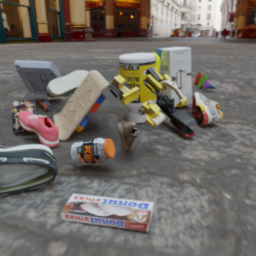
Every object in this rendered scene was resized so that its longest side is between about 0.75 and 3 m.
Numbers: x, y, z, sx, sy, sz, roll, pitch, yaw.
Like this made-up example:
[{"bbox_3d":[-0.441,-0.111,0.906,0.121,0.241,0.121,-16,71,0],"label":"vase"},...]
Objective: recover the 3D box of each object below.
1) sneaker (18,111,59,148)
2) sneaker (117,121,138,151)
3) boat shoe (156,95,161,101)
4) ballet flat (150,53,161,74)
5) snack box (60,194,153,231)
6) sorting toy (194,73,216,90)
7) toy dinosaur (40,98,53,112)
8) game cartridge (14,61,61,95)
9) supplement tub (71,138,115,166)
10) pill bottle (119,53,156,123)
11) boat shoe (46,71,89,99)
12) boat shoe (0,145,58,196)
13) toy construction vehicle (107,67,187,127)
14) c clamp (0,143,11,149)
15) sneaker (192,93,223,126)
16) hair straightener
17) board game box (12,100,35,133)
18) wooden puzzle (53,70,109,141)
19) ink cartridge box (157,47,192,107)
[{"bbox_3d":[-2.632,-0.149,8.419,1.677,0.727,0.618,35,32,21],"label":"sneaker"},{"bbox_3d":[0.053,0.239,7.604,0.512,0.477,1.355,-15,-23,1],"label":"sneaker"},{"bbox_3d":[1.233,-1.682,13.232,0.544,0.682,1.804,0,33,2],"label":"boat shoe"},{"bbox_3d":[0.919,-1.859,11.668,0.817,2.444,0.819,12,2,31],"label":"ballet flat"},{"bbox_3d":[-0.389,1.577,5.301,1.671,0.203,0.601,2,23,14],"label":"snack box"},{"bbox_3d":[4.279,-2.430,15.323,0.775,0.780,2.249,22,18,-9],"label":"sorting toy"},{"bbox_3d":[-3.422,-0.994,11.510,0.731,0.423,0.806,20,14,17],"label":"toy dinosaur"},{"bbox_3d":[-3.686,-2.099,11.989,1.608,0.488,2.412,5,-19,-3],"label":"game cartridge"},{"bbox_3d":[-0.854,0.579,6.852,0.969,0.594,0.594,-12,17,19],"label":"supplement tub"},{"bbox_3d":[0.369,-1.431,10.093,1.302,2.339,1.302,-3,22,1],"label":"pill bottle"},{"bbox_3d":[-2.164,-1.642,10.814,2.195,0.799,0.678,-24,-5,-40],"label":"boat shoe"},{"bbox_3d":[-2.862,0.965,5.816,2.725,1.030,0.822,-14,30,-21],"label":"boat shoe"},{"bbox_3d":[0.568,-1.002,7.779,1.566,0.634,1.799,-32,70,-32],"label":"toy construction vehicle"},{"bbox_3d":[-3.827,0.261,6.727,2.249,0.357,2.633,15,-10,-30],"label":"c clamp"},{"bbox_3d":[2.914,-0.695,10.507,0.878,0.832,2.137,0,30,-1],"label":"sneaker"},{"bbox_3d":[1.547,-0.691,9.457,0.493,0.927,2.409,-11,36,-13],"label":"hair straightener"},{"bbox_3d":[-3.441,-0.398,9.266,0.722,1.066,0.184,-6,-20,-13],"label":"board game box"},{"bbox_3d":[-1.542,-0.765,9.436,0.537,2.321,2.149,38,7,-30],"label":"wooden puzzle"},{"bbox_3d":[1.958,-2.214,11.994,0.974,2.312,1.688,-9,19,-9],"label":"ink cartridge box"}]
